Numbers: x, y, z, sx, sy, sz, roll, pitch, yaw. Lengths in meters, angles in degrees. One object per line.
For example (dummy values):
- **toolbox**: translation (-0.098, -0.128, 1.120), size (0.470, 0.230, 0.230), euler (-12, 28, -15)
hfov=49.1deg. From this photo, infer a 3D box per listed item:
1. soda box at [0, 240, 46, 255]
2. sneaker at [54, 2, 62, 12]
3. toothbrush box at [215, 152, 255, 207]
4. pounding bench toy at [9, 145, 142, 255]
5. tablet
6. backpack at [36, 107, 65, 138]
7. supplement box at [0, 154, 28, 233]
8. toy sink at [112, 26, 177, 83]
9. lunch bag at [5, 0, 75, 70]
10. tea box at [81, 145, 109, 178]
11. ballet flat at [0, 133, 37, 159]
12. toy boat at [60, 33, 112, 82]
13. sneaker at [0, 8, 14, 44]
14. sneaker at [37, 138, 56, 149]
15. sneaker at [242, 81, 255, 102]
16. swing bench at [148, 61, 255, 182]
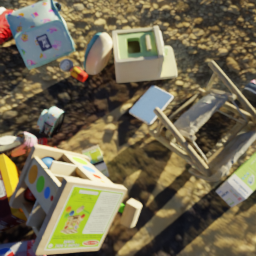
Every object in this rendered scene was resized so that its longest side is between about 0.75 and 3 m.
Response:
- **soda box**: translation (-3.720, 3.768, 7.865), size (2.639, 0.924, 0.837), euler (-6, 64, -3)
- **sneaker**: translation (-3.719, -5.228, 12.624), size (1.460, 0.553, 0.563), euler (-29, 44, -13)
- **toothbrush box**: translation (3.710, 1.564, 8.787), size (1.698, 1.237, 0.731), euler (-36, 69, -17)
- **pounding bench toy**: translation (-1.335, 1.915, 7.842), size (2.310, 2.962, 1.840), euler (30, 98, 47)
- **tablet**: translation (0.871, -0.885, 10.586), size (1.014, 0.106, 1.559), euler (32, 67, 23)
- **backpack**: translation (-2.641, -0.255, 9.702), size (0.758, 0.869, 0.988), euler (34, 106, 1)
- **supplement box**: translation (-4.250, 2.178, 8.453), size (1.923, 1.277, 1.897), euler (-22, 66, -10)
- **toy sink**: translation (0.673, -2.872, 10.896), size (2.473, 1.385, 1.612), euler (-4, 64, -2)
- **lunch bag**: translation (-3.440, -3.660, 11.214), size (2.113, 1.513, 2.481), euler (-23, 68, -7)
- **tea box**: translation (-1.074, 1.180, 9.170), size (0.592, 0.886, 0.872), euler (-21, 66, -10)
- **ballet flat**: translation (-4.242, 0.738, 9.118), size (2.522, 0.898, 0.872), euler (-23, 56, 3)
- **toy boat**: translation (-1.487, -2.608, 10.370), size (1.037, 1.875, 2.231), euler (36, 55, 3)
- **sneaker**: translation (-5.094, -4.163, 11.829), size (1.347, 0.913, 2.331), euler (7, 65, 5)
- **sneaker**: translation (-2.659, 0.969, 9.447), size (0.694, 0.629, 1.633), euler (-29, 67, -19)
- **sneaker**: translation (5.243, -1.167, 10.479), size (1.794, 0.629, 0.736), euler (38, 73, 16)
- **swing bench**: translation (2.717, -0.095, 9.281), size (2.863, 1.867, 2.878), euler (-39, 71, -18)
